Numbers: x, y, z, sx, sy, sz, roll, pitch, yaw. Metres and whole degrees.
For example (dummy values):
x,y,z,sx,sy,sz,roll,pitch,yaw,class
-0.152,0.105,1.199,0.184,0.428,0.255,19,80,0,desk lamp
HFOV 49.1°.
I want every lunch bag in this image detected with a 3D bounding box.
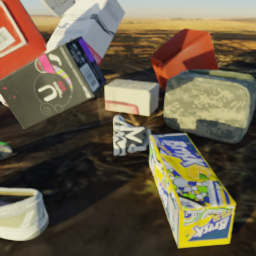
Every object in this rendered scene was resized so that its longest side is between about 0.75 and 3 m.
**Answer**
x,y,z,sx,sy,sz,roll,pitch,yaw,class
2.751,-0.928,9.187,2.742,1.910,2.299,14,25,30,lunch bag

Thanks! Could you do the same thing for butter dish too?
x,y,z,sx,sy,sz,roll,pitch,yaw,class
-3.434,-2.149,7.619,2.189,2.183,1.618,-31,-9,-7,butter dish

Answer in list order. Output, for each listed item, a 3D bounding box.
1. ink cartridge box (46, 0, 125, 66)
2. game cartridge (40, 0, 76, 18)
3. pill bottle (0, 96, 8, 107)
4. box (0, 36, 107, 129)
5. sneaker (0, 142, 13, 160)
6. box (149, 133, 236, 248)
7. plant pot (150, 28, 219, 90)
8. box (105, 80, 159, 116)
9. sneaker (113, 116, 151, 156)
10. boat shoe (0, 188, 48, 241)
x,y,z,sx,sy,sz,roll,pitch,yaw,class
-1.565,-3.473,10.139,1.923,2.657,1.121,16,-14,38,ink cartridge box
-1.725,-3.124,6.309,0.222,1.098,0.732,16,58,45,game cartridge
-4.132,-1.301,10.798,2.198,1.234,1.234,13,27,29,pill bottle
-1.635,-0.963,6.022,1.921,1.174,1.019,-22,20,22,box
-3.607,0.810,7.067,1.404,0.548,0.598,-23,39,-25,sneaker
1.136,1.086,5.857,0.972,0.892,2.774,-3,25,-5,box
2.463,-2.836,12.839,2.193,2.489,2.486,-27,26,-2,plant pot
0.155,-1.200,10.849,1.827,0.996,1.168,10,26,21,box
0.134,0.183,8.151,1.122,0.688,1.724,0,24,-3,sneaker
-2.762,1.415,5.183,2.605,0.835,0.960,5,25,12,boat shoe
